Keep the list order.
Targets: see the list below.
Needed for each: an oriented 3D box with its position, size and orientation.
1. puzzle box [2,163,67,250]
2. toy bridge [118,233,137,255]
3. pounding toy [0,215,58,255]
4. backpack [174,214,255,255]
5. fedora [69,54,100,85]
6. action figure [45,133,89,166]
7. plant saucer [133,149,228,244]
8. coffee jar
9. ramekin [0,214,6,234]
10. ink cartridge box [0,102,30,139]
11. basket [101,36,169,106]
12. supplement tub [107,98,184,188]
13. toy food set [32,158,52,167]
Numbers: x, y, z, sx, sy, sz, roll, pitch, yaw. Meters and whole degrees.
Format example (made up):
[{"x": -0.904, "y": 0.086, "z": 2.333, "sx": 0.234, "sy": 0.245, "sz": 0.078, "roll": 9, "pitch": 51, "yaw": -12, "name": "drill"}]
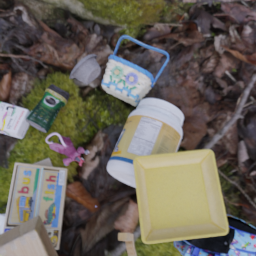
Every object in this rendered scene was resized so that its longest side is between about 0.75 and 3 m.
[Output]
[{"x": -3.291, "y": 2.772, "z": 9.989, "sx": 1.930, "sy": 0.369, "sz": 2.902, "roll": 10, "pitch": 67, "yaw": -22, "name": "puzzle box"}, {"x": 0.055, "y": 3.733, "z": 6.792, "sx": 0.298, "sy": 0.736, "sz": 2.190, "roll": -15, "pitch": 61, "yaw": 22, "name": "toy bridge"}, {"x": -2.669, "y": 4.128, "z": 7.048, "sx": 1.998, "sy": 2.587, "sz": 2.810, "roll": -24, "pitch": 88, "yaw": -17, "name": "pounding toy"}, {"x": 2.970, "y": 3.604, "z": 9.160, "sx": 2.475, "sy": 2.260, "sz": 1.665, "roll": 20, "pitch": 79, "yaw": -3, "name": "backpack"}, {"x": -1.152, "y": -1.584, "z": 7.963, "sx": 0.492, "sy": 1.089, "sz": 0.963, "roll": 49, "pitch": 50, "yaw": 1, "name": "fedora"}, {"x": -2.220, "y": 0.844, "z": 10.809, "sx": 1.596, "sy": 1.188, "sz": 1.069, "roll": 34, "pitch": 65, "yaw": 27, "name": "action figure"}, {"x": 1.391, "y": 1.882, "z": 7.877, "sx": 2.332, "sy": 0.565, "sz": 2.332, "roll": -5, "pitch": 74, "yaw": -3, "name": "plant saucer"}, {"x": -3.277, "y": -0.828, "z": 11.579, "sx": 1.004, "sy": 0.822, "sz": 1.926, "roll": 30, "pitch": 71, "yaw": -2, "name": "coffee jar"}, {"x": -4.529, "y": 3.705, "z": 9.871, "sx": 1.354, "sy": 0.660, "sz": 1.354, "roll": 0, "pitch": 68, "yaw": 0, "name": "ramekin"}, {"x": -4.924, "y": -0.340, "z": 11.491, "sx": 1.569, "sy": 0.659, "sz": 1.136, "roll": 15, "pitch": 69, "yaw": 6, "name": "ink cartridge box"}, {"x": 0.228, "y": -2.378, "z": 11.698, "sx": 2.261, "sy": 1.783, "sz": 2.564, "roll": 24, "pitch": 80, "yaw": 10, "name": "basket"}, {"x": 0.722, "y": 0.638, "z": 10.308, "sx": 2.150, "sy": 2.150, "sz": 2.973, "roll": 21, "pitch": 69, "yaw": 8, "name": "supplement tub"}, {"x": -3.251, "y": 1.688, "z": 10.926, "sx": 0.666, "sy": 0.280, "sz": 0.928, "roll": -21, "pitch": 70, "yaw": -21, "name": "toy food set"}]
